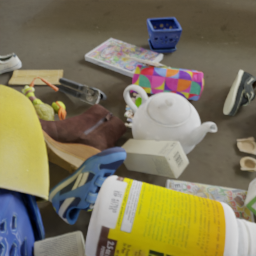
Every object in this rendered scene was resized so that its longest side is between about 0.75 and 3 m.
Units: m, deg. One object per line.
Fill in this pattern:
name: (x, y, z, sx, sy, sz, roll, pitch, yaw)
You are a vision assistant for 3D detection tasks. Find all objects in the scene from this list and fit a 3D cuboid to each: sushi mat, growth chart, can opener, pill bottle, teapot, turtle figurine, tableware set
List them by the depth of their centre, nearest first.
pill bottle: (0.797, 1.891, 4.886, 2.827, 1.544, 1.544, 13, 45, 5)
tableware set: (3.808, 0.826, 7.986, 1.273, 0.177, 1.524, 4, 46, 10)
teapot: (1.071, -0.273, 8.040, 2.176, 1.589, 2.147, -7, 50, -3)
turtle figurine: (-2.636, -0.072, 8.147, 2.263, 0.904, 2.807, -34, 84, -13)
growth chart: (0.480, -0.517, 9.392, 1.223, 0.150, 1.690, 11, 50, 8)
can opener: (-1.665, -1.293, 9.977, 2.014, 0.537, 0.673, 23, 11, 33)
growth chart: (0.988, -2.296, 10.419, 1.520, 0.186, 2.100, 22, 10, 37)
sushi mat: (-3.588, -1.976, 10.999, 2.005, 0.121, 0.959, 0, 43, -1)

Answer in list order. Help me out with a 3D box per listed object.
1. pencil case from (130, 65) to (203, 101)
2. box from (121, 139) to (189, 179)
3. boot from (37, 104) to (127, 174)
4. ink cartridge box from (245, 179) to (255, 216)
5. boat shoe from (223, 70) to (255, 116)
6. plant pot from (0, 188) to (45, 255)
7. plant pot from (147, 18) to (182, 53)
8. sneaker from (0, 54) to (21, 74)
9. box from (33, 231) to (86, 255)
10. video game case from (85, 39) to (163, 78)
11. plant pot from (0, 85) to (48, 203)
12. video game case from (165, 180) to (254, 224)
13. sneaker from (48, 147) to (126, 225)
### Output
pencil case: (1.358, -1.603, 9.932, 2.536, 1.121, 1.121, 8, 44, 9)
box: (0.589, 0.744, 7.150, 1.772, 0.728, 0.606, 2, 38, 49)
boot: (-1.577, 0.000, 7.990, 2.723, 0.985, 2.265, 36, 47, 0)
ink cartridge box: (3.806, 0.736, 5.897, 0.852, 2.872, 1.491, 41, 24, 16)
boat shoe: (3.903, -1.177, 9.544, 0.871, 0.925, 2.576, 28, 44, 13)
plant pot: (-3.074, 2.042, 5.084, 2.722, 2.722, 2.447, 4, 37, 4)
plant pot: (1.532, -4.047, 12.399, 1.307, 1.176, 1.308, -4, 44, -5)
sneaker: (-5.248, -2.493, 11.103, 1.833, 0.649, 0.669, -23, 47, -13)
box: (-1.086, 3.248, 5.039, 1.007, 0.838, 2.451, -10, 45, -11)
video game case: (-0.183, -3.032, 12.013, 2.746, 0.247, 1.966, 25, 49, 23)
plant pot: (-2.906, 0.282, 5.690, 2.862, 2.862, 2.032, 4, 69, 4)
video game case: (1.839, 2.311, 6.431, 2.092, 0.263, 2.299, 7, 44, 7)
sneaker: (-0.835, 1.332, 6.512, 2.291, 0.847, 0.942, -42, 63, 15)
